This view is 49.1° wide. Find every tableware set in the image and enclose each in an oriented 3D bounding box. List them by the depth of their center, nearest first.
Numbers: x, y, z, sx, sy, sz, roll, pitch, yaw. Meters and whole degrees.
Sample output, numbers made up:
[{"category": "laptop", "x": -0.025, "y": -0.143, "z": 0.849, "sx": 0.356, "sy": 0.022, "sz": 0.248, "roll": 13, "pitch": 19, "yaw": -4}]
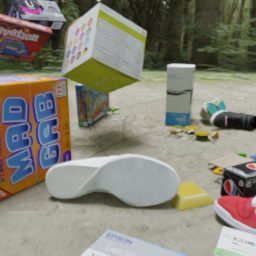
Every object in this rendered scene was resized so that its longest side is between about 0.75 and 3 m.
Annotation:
[{"category": "tableware set", "x": 2.479, "y": 0.193, "z": 10.710, "sx": 1.895, "sy": 0.291, "sz": 1.277, "roll": 7, "pitch": 14, "yaw": 27}]

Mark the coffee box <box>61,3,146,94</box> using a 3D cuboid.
[{"category": "coffee box", "x": -0.825, "y": -2.495, "z": 9.434, "sx": 1.966, "sy": 1.944, "sz": 1.963, "roll": 18, "pitch": -19, "yaw": -36}]

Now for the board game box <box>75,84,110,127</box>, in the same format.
[{"category": "board game box", "x": -1.560, "y": -1.313, "z": 12.856, "sx": 0.465, "sy": 1.825, "sz": 2.696, "roll": 5, "pitch": 21, "yaw": 17}]

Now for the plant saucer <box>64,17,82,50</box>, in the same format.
[{"category": "plant saucer", "x": -1.103, "y": -3.047, "z": 10.907, "sx": 2.765, "sy": 2.765, "sz": 0.490, "roll": -11, "pitch": 5, "yaw": -36}]

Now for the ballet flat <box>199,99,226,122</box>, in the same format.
[{"category": "ballet flat", "x": 3.908, "y": -0.749, "z": 13.307, "sx": 0.887, "sy": 1.050, "sz": 2.776, "roll": -26, "pitch": -6, "yaw": 34}]

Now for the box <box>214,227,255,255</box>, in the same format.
[{"category": "box", "x": 1.741, "y": 1.922, "z": 4.492, "sx": 0.581, "sy": 0.146, "sz": 0.805, "roll": 8, "pitch": 16, "yaw": 27}]

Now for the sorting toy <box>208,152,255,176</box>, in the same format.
[{"category": "sorting toy", "x": 2.917, "y": 1.042, "z": 7.516, "sx": 2.082, "sy": 0.284, "sz": 1.172, "roll": -11, "pitch": 15, "yaw": -36}]

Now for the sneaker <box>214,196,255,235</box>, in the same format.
[{"category": "sneaker", "x": 2.611, "y": 1.257, "z": 4.644, "sx": 2.367, "sy": 1.331, "sz": 0.843, "roll": 13, "pitch": 20, "yaw": 41}]

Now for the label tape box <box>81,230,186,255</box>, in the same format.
[{"category": "label tape box", "x": 0.240, "y": 1.926, "z": 3.259, "sx": 1.702, "sy": 0.786, "sz": 2.376, "roll": 8, "pitch": 19, "yaw": 28}]

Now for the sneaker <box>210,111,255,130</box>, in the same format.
[{"category": "sneaker", "x": 4.457, "y": -0.302, "z": 11.513, "sx": 2.091, "sy": 0.739, "sz": 1.037, "roll": -2, "pitch": 10, "yaw": -24}]

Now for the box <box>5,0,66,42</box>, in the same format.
[{"category": "box", "x": -3.038, "y": -3.495, "z": 9.126, "sx": 1.588, "sy": 0.911, "sz": 1.049, "roll": -19, "pitch": -16, "yaw": -45}]

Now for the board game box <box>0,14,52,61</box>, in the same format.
[{"category": "board game box", "x": -3.731, "y": -2.652, "z": 8.098, "sx": 1.420, "sy": 0.268, "sz": 2.758, "roll": -37, "pitch": -20, "yaw": 35}]

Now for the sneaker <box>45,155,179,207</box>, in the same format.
[{"category": "sneaker", "x": -0.290, "y": 1.035, "z": 6.313, "sx": 2.856, "sy": 1.074, "sz": 1.264, "roll": 2, "pitch": 4, "yaw": 10}]

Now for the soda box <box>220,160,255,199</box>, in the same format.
[{"category": "soda box", "x": 3.041, "y": 1.133, "z": 6.287, "sx": 2.015, "sy": 0.713, "sz": 0.638, "roll": -7, "pitch": 17, "yaw": -26}]

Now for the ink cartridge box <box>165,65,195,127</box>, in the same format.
[{"category": "ink cartridge box", "x": 2.336, "y": -1.519, "z": 12.555, "sx": 1.074, "sy": 2.550, "sz": 1.844, "roll": 5, "pitch": 16, "yaw": 16}]

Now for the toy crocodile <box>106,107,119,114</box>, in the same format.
[{"category": "toy crocodile", "x": -0.976, "y": -0.933, "z": 14.488, "sx": 1.095, "sy": 0.338, "sz": 0.370, "roll": -10, "pitch": 15, "yaw": 5}]

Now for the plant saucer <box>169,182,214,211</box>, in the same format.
[{"category": "plant saucer", "x": 1.289, "y": 1.438, "z": 6.147, "sx": 0.869, "sy": 0.211, "sz": 0.869, "roll": -6, "pitch": 16, "yaw": -20}]

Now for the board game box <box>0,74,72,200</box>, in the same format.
[{"category": "board game box", "x": -3.215, "y": -0.003, "z": 7.110, "sx": 2.459, "sy": 2.461, "sz": 2.460, "roll": 10, "pitch": 18, "yaw": 32}]
